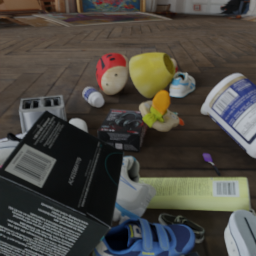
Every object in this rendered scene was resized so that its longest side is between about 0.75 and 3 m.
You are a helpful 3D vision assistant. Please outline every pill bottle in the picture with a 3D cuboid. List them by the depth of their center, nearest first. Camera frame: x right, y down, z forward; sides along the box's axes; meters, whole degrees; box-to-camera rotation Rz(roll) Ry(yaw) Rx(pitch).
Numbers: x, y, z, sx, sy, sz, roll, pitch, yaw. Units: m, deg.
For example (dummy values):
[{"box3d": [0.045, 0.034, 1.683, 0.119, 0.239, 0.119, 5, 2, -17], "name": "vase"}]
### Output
[{"box3d": [3.747, -0.137, 8.189, 1.592, 1.592, 2.867, -19, 56, -31], "name": "pill bottle"}, {"box3d": [-1.475, -1.300, 12.048, 0.643, 0.643, 1.157, -14, 30, -24], "name": "pill bottle"}]

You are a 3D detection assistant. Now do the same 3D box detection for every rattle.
[{"box3d": [1.474, -0.675, 9.494, 1.995, 1.425, 1.299, 6, 30, -32], "name": "rattle"}]

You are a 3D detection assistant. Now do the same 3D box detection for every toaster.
[{"box3d": [-3.035, -0.427, 10.025, 1.571, 1.031, 1.737, -8, 30, -12], "name": "toaster"}]

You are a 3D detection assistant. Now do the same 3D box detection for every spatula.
[{"box3d": [2.458, 1.072, 8.183, 0.277, 0.101, 0.981, 10, 28, -17], "name": "spatula"}]

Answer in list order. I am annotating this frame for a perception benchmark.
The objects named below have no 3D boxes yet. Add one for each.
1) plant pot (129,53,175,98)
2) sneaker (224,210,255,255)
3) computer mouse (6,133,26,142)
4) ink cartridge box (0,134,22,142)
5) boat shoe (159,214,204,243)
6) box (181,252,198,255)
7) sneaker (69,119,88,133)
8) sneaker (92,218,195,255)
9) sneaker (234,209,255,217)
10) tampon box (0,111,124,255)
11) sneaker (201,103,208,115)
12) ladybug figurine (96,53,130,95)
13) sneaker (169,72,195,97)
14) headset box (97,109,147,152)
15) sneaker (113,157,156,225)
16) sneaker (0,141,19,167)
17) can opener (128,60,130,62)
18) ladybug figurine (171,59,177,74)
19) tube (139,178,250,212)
[{"box3d": [1.220, -2.497, 12.368, 1.431, 2.016, 2.016, -20, 15, 33], "name": "plant pot"}, {"box3d": [2.143, 2.381, 4.648, 0.721, 0.699, 1.975, 3, 41, -1], "name": "sneaker"}, {"box3d": [-3.165, 0.296, 8.871, 0.763, 0.305, 1.392, 20, 7, 3], "name": "computer mouse"}, {"box3d": [-3.712, 0.723, 8.666, 1.286, 0.282, 1.298, -18, 34, -31], "name": "ink cartridge box"}, {"box3d": [1.157, 2.083, 6.087, 1.052, 0.335, 0.372, 18, 32, 30], "name": "boat shoe"}, {"box3d": [0.844, 2.941, 4.417, 1.399, 0.405, 1.760, -8, 29, -14], "name": "box"}, {"box3d": [-1.920, 0.072, 9.037, 1.090, 0.695, 1.885, 24, 15, -31], "name": "sneaker"}, {"box3d": [0.335, 2.174, 5.331, 2.071, 0.852, 0.766, -7, 33, -12], "name": "sneaker"}, {"box3d": [2.757, 2.008, 6.258, 0.319, 0.309, 0.873, -20, 34, -33], "name": "sneaker"}, {"box3d": [-1.440, 1.391, 4.654, 1.587, 2.515, 1.885, 30, 26, -11], "name": "tampon box"}, {"box3d": [3.666, -0.779, 11.173, 1.610, 0.615, 0.648, -11, 36, -19], "name": "sneaker"}, {"box3d": [-0.832, -2.691, 13.286, 1.005, 1.896, 2.793, 32, 20, -32], "name": "ladybug figurine"}, {"box3d": [2.657, -2.200, 13.366, 0.904, 0.954, 2.362, 10, 27, 23], "name": "sneaker"}, {"box3d": [-0.115, 0.007, 9.553, 1.374, 0.713, 1.847, 6, 30, 11], "name": "headset box"}, {"box3d": [-0.405, 1.081, 6.752, 1.257, 1.088, 2.901, -49, 49, -4], "name": "sneaker"}, {"box3d": [-3.819, 1.233, 7.228, 2.597, 0.949, 0.920, -28, 46, -27], "name": "sneaker"}, {"box3d": [-0.297, -3.981, 17.532, 1.058, 0.282, 0.354, -15, 64, -27], "name": "can opener"}, {"box3d": [2.076, -3.161, 15.193, 1.241, 0.658, 1.829, -48, 31, 2], "name": "ladybug figurine"}, {"box3d": [1.303, 1.554, 6.675, 2.914, 0.757, 0.846, -3, -15, 19], "name": "tube"}]
